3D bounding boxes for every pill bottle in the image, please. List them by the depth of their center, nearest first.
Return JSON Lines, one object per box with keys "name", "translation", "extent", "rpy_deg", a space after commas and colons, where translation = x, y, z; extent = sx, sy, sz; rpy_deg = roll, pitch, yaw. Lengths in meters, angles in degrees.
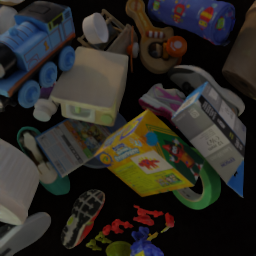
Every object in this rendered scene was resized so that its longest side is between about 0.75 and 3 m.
{"name": "pill bottle", "translation": [-2.442, -0.806, 8.524], "extent": [0.664, 0.664, 1.191], "rpy_deg": [9, 54, 2]}
{"name": "pill bottle", "translation": [-4.257, -3.203, 8.929], "extent": [2.414, 1.339, 1.339], "rpy_deg": [5, 77, 1]}

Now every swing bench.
{"name": "swing bench", "translation": [-0.619, -2.769, 9.052], "extent": [1.400, 0.908, 1.393], "rpy_deg": [34, 78, 8]}

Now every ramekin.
{"name": "ramekin", "translation": [-3.624, 1.217, 7.085], "extent": [2.906, 2.906, 1.353], "rpy_deg": [20, 58, 5]}
{"name": "ramekin", "translation": [-0.968, -2.897, 8.255], "extent": [0.418, 0.857, 0.857], "rpy_deg": [-8, 76, 24]}

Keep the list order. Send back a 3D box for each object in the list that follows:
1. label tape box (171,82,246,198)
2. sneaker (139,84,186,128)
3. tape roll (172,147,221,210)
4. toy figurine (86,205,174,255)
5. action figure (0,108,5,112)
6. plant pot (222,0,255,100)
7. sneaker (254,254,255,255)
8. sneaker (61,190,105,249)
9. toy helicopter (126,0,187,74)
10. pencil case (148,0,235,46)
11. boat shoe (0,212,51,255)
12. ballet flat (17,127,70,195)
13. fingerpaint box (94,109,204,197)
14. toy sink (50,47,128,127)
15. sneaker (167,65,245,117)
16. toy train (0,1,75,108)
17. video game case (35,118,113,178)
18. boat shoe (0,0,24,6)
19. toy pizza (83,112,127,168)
{"name": "label tape box", "translation": [2.430, 0.209, 7.235], "extent": [2.575, 1.845, 0.851], "rpy_deg": [47, 123, -2]}
{"name": "sneaker", "translation": [1.494, -0.661, 8.546], "extent": [2.240, 0.911, 0.988], "rpy_deg": [30, 80, 6]}
{"name": "tape roll", "translation": [1.725, 1.375, 7.685], "extent": [0.402, 1.672, 1.672], "rpy_deg": [-19, 76, -32]}
{"name": "toy figurine", "translation": [0.042, 3.131, 6.518], "extent": [1.341, 2.543, 1.523], "rpy_deg": [28, 36, -27]}
{"name": "action figure", "translation": [-4.810, -1.761, 8.336], "extent": [1.549, 2.962, 2.865], "rpy_deg": [-18, 107, -43]}
{"name": "plant pot", "translation": [4.106, -2.144, 8.258], "extent": [2.610, 2.610, 2.265], "rpy_deg": [40, 96, 9]}
{"name": "sneaker", "translation": [3.648, 4.134, 7.525], "extent": [2.748, 0.906, 1.077], "rpy_deg": [-20, 97, -7]}
{"name": "sneaker", "translation": [-1.197, 2.480, 7.809], "extent": [0.696, 0.767, 1.807], "rpy_deg": [35, 94, 25]}
{"name": "toy helicopter", "translation": [0.556, -2.926, 8.950], "extent": [1.767, 1.054, 2.672], "rpy_deg": [-25, 81, -6]}
{"name": "pencil case", "translation": [1.921, -3.487, 8.551], "extent": [1.250, 1.123, 2.877], "rpy_deg": [-14, 39, -38]}
{"name": "boat shoe", "translation": [-3.332, 3.066, 7.775], "extent": [2.410, 0.843, 0.799], "rpy_deg": [-39, 47, -16]}
{"name": "ballet flat", "translation": [-2.564, 0.964, 8.196], "extent": [0.805, 0.841, 2.390], "rpy_deg": [-34, 79, -4]}
{"name": "fingerpaint box", "translation": [0.443, 0.769, 7.226], "extent": [1.898, 2.275, 0.834], "rpy_deg": [41, 57, -9]}
{"name": "toy sink", "translation": [-1.002, -0.993, 7.943], "extent": [1.572, 1.351, 2.412], "rpy_deg": [11, 46, 2]}
{"name": "sneaker", "translation": [2.265, -0.998, 8.513], "extent": [2.558, 0.945, 1.014], "rpy_deg": [36, 72, 6]}
{"name": "toy train", "translation": [-2.304, -1.723, 6.547], "extent": [1.217, 1.605, 2.809], "rpy_deg": [19, 52, 20]}
{"name": "video game case", "translation": [-1.487, 0.347, 8.179], "extent": [1.955, 0.174, 1.399], "rpy_deg": [-33, 76, -20]}
{"name": "boat shoe", "translation": [-3.235, -5.056, 9.079], "extent": [1.032, 1.010, 2.913], "rpy_deg": [14, 51, 13]}
{"name": "toy pizza", "translation": [-0.899, 0.283, 8.631], "extent": [1.935, 0.307, 1.935], "rpy_deg": [0, 74, 1]}
